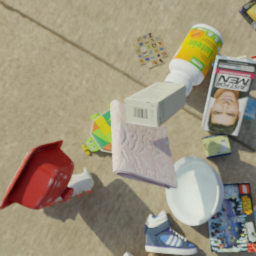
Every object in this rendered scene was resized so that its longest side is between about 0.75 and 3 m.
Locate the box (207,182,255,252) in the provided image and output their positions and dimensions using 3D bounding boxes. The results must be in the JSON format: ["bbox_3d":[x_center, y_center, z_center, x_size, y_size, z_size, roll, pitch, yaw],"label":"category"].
[{"bbox_3d":[3.847,3.345,10.584,1.701,0.495,2.484,-7,81,13],"label":"box"}]

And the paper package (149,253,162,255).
[{"bbox_3d":[0.849,5.114,10.022,0.632,1.221,1.164,38,85,30],"label":"paper package"}]

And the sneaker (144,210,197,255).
[{"bbox_3d":[1.620,3.896,10.526,2.059,0.829,1.508,8,69,-11],"label":"sneaker"}]

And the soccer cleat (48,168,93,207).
[{"bbox_3d":[-2.655,2.340,10.780,2.638,0.914,1.023,-17,76,-9],"label":"soccer cleat"}]

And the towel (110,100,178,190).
[{"bbox_3d":[0.419,0.523,8.217,2.264,0.382,2.371,24,44,-34],"label":"towel"}]

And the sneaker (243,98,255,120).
[{"bbox_3d":[4.606,-0.936,11.428,1.347,0.536,0.879,23,84,-6],"label":"sneaker"}]

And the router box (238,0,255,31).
[{"bbox_3d":[5.780,-5.122,12.125,1.512,0.395,1.189,-38,83,-5],"label":"router box"}]

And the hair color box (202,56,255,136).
[{"bbox_3d":[3.737,-1.198,10.554,1.373,0.841,2.774,10,114,9],"label":"hair color box"}]

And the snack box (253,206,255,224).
[{"bbox_3d":[5.487,3.363,10.831,1.850,0.343,1.075,-36,81,-5],"label":"snack box"}]

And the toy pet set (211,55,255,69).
[{"bbox_3d":[4.298,-2.324,11.127,1.616,1.509,0.858,-5,104,27],"label":"toy pet set"}]

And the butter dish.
[{"bbox_3d":[-2.440,1.684,8.716,1.646,2.227,2.221,32,98,7],"label":"butter dish"}]

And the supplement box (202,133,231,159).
[{"bbox_3d":[3.502,0.716,11.128,0.868,0.583,0.867,-10,81,-2],"label":"supplement box"}]

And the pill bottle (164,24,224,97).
[{"bbox_3d":[2.556,-2.630,11.197,1.463,1.463,2.634,31,82,5],"label":"pill bottle"}]

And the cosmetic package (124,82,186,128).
[{"bbox_3d":[0.839,-0.727,8.055,1.030,1.990,0.727,10,115,31],"label":"cosmetic package"}]

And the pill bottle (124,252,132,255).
[{"bbox_3d":[-0.354,5.512,10.164,1.028,1.028,1.823,40,81,6],"label":"pill bottle"}]

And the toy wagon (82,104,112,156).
[{"bbox_3d":[-0.706,0.234,11.241,2.579,0.510,2.001,-34,82,-5],"label":"toy wagon"}]

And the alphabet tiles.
[{"bbox_3d":[0.932,-3.338,12.034,1.251,0.048,1.503,-20,82,-3],"label":"alphabet tiles"}]

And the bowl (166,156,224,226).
[{"bbox_3d":[2.604,2.305,10.336,1.087,2.419,2.419,11,79,-38],"label":"bowl"}]
